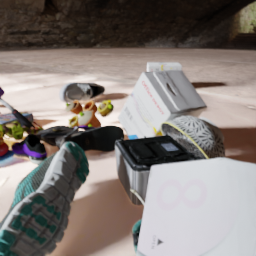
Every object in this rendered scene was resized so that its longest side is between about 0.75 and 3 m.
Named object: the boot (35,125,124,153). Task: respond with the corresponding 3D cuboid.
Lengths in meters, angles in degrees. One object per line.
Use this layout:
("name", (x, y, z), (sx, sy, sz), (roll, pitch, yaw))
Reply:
("boot", (-1.611, 0.218, 9.154), (2.468, 0.854, 2.148), (-8, 14, -35))

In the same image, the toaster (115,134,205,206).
("toaster", (0.674, 0.950, 6.764), (1.627, 1.068, 1.799), (-6, 21, -17))

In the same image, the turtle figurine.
("turtle figurine", (-4.023, 0.035, 9.480), (2.299, 0.740, 1.854), (18, 4, -14))

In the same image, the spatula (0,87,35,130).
("spatula", (-4.369, -0.754, 10.264), (0.722, 2.553, 0.262), (-48, 5, -22))

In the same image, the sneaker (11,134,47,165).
("sneaker", (-2.951, 0.509, 8.347), (1.564, 0.778, 0.544), (14, 25, 34))

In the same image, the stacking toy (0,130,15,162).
("stacking toy", (-4.036, 0.053, 7.935), (1.116, 1.923, 1.055), (15, 25, 36))

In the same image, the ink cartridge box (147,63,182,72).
("ink cartridge box", (2.178, -3.221, 17.360), (2.006, 1.477, 1.451), (0, 21, 1))

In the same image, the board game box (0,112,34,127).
("board game box", (-4.684, -0.241, 10.871), (1.396, 0.431, 1.396), (6, 21, 16))

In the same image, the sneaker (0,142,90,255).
("sneaker", (-1.799, 1.510, 5.503), (1.313, 1.117, 2.879), (-22, 23, 29))

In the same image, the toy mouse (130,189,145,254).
("toy mouse", (0.975, 1.774, 4.797), (2.458, 0.535, 2.766), (21, 46, 36))

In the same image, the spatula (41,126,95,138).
("spatula", (-1.718, 0.106, 8.179), (0.544, 0.198, 1.927), (-9, 4, 37))

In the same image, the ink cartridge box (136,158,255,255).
("ink cartridge box", (1.500, 1.435, 3.160), (2.940, 0.839, 2.389), (-15, 44, 32))

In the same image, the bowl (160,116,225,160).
("bowl", (1.768, 0.321, 7.003), (0.897, 1.911, 1.911), (-41, 33, -11))

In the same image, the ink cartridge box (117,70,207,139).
("ink cartridge box", (0.947, -0.470, 8.423), (1.505, 2.081, 1.532), (-13, 62, -34))

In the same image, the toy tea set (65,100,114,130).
("toy tea set", (-1.624, -0.558, 9.843), (2.277, 0.843, 1.354), (5, 59, 43))

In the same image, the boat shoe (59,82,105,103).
("boat shoe", (-2.286, -1.903, 14.459), (0.936, 1.054, 2.865), (8, 23, 32))
